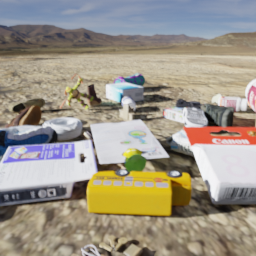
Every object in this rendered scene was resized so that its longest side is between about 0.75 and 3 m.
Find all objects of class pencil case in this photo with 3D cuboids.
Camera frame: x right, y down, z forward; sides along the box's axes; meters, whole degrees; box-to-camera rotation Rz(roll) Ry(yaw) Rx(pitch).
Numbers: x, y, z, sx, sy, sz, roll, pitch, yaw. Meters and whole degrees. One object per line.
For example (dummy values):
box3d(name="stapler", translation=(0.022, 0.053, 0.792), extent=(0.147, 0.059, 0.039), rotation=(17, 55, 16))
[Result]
box3d(name="pencil case", translation=(0.096, -2.851, 17.497), extent=(0.927, 1.006, 2.178), rotation=(30, 33, 27))

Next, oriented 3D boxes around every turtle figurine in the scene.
box3d(name="turtle figurine", translation=(-2.364, -1.416, 12.739), extent=(0.573, 1.780, 1.435), rotation=(2, -25, 46))

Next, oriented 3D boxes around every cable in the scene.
box3d(name="cable", translation=(-2.317, 0.000, 9.988), extent=(1.375, 0.476, 1.375), rotation=(3, 18, 12))

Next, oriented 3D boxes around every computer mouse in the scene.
box3d(name="computer mouse", translation=(2.496, -0.432, 10.866), extent=(1.299, 0.520, 2.370), rotation=(10, 29, 4))

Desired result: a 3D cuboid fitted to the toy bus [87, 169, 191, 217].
box3d(name="toy bus", translation=(0.254, 1.332, 5.755), extent=(2.061, 0.671, 0.807), rotation=(1, 19, 4))

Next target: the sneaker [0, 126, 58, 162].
box3d(name="sneaker", translation=(-3.520, 0.388, 8.434), extent=(2.541, 0.953, 1.101), rotation=(-4, 11, -38))

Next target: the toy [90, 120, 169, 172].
box3d(name="toy", translation=(-0.111, 0.520, 7.915), extent=(1.669, 0.684, 2.898), rotation=(-5, 17, -11))

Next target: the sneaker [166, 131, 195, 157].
box3d(name="sneaker", translation=(1.681, 0.564, 8.275), extent=(0.746, 0.645, 1.721), rotation=(-12, 13, -17))

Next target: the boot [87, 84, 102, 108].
box3d(name="boot", translation=(-1.657, -1.656, 13.910), extent=(0.462, 1.062, 1.277), rotation=(7, 20, 19))

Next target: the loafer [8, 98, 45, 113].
box3d(name="loafer", translation=(-4.551, -0.955, 12.675), extent=(1.619, 0.615, 0.546), rotation=(-17, 24, -17))

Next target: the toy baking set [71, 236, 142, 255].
box3d(name="toy baking set", translation=(-0.322, 2.078, 4.463), extent=(1.109, 0.129, 0.851), rotation=(-9, 17, -30))

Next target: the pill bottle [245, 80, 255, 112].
box3d(name="pill bottle", translation=(5.670, -1.227, 11.338), extent=(1.473, 1.473, 2.688), rotation=(3, 17, 10))

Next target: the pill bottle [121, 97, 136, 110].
box3d(name="pill bottle", translation=(0.033, -1.074, 12.965), extent=(0.576, 0.576, 0.996), rotation=(-3, 19, -8))

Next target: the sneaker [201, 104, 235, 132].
box3d(name="sneaker", translation=(3.345, -0.403, 10.653), extent=(1.277, 0.852, 2.229), rotation=(5, 17, 20))

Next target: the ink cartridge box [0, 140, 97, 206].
box3d(name="ink cartridge box", translation=(-1.972, 1.003, 6.957), extent=(2.324, 0.504, 2.303), rotation=(-5, 20, -9))

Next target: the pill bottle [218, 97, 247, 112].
box3d(name="pill bottle", translation=(4.736, -1.058, 12.709), extent=(1.195, 0.655, 0.655), rotation=(7, 20, 24))

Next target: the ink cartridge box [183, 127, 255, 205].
box3d(name="ink cartridge box", translation=(2.827, 0.556, 6.842), extent=(2.407, 0.845, 2.961), rotation=(1, 37, -4))

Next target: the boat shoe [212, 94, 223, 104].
box3d(name="boat shoe", translation=(4.511, -1.384, 13.802), extent=(0.403, 0.458, 1.288), rotation=(13, 1, 0))

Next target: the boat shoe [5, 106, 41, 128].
box3d(name="boat shoe", translation=(-3.865, -0.309, 10.409), extent=(0.745, 0.746, 2.118), rotation=(-7, 18, 5))

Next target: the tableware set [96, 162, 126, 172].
box3d(name="tableware set", translation=(-0.320, 0.937, 7.745), extent=(0.854, 0.119, 1.022), rotation=(8, 21, 30))

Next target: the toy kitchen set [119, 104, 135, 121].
box3d(name="toy kitchen set", translation=(0.133, -0.740, 11.775), extent=(0.733, 0.663, 0.812), rotation=(-17, 28, -38))

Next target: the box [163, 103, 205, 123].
box3d(name="box", translation=(2.681, -0.717, 12.217), extent=(2.192, 0.381, 1.206), rotation=(-16, 25, -39))

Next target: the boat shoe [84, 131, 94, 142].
box3d(name="boat shoe", translation=(-1.022, 0.189, 8.930), extent=(0.434, 0.391, 1.207), rotation=(44, 9, 14))

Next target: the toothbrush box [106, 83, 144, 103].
box3d(name="toothbrush box", translation=(-0.202, -1.900, 15.063), extent=(1.329, 0.774, 1.815), rotation=(-12, 22, -31))
